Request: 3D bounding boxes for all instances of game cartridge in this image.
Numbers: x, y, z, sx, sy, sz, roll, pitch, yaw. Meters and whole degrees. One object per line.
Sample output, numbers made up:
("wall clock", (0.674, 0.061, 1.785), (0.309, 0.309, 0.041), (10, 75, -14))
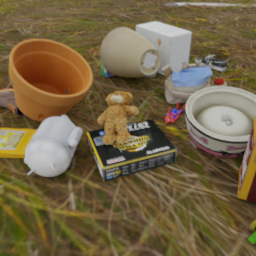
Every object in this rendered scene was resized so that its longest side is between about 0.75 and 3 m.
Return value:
("game cartridge", (-4.043, 0.491, 9.714), (1.637, 0.266, 1.443), (1, 34, 3))

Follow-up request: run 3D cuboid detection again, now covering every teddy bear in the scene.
("teddy bear", (-0.363, -0.354, 8.882), (1.373, 0.632, 1.893), (10, 76, 38))

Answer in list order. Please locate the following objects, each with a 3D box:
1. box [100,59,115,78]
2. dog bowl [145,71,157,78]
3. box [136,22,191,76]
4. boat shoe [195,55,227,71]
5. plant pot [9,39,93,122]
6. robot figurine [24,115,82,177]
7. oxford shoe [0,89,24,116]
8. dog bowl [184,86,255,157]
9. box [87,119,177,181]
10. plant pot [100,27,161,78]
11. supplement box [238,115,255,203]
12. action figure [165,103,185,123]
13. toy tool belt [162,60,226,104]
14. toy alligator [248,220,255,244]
("box", (-0.307, -3.555, 14.624), (2.319, 1.361, 0.561), (-23, 36, -30))
("dog bowl", (1.066, -2.906, 14.656), (0.914, 0.268, 0.914), (0, 35, 0))
("box", (1.790, -4.264, 14.989), (1.472, 2.108, 2.768), (-23, 41, -30))
("boat shoe", (4.552, -3.676, 15.454), (0.677, 0.627, 1.835), (-27, 43, -33))
("plant pot", (-3.049, -1.607, 10.587), (2.920, 2.044, 2.920), (17, 47, -19))
("robot figurine", (-2.315, 0.564, 8.651), (1.984, 1.321, 2.339), (-25, 29, 20))
("oxford shoe", (-4.590, -0.996, 11.419), (2.334, 0.832, 0.851), (7, 40, 9))
("dog bowl", (3.362, -0.199, 9.715), (2.896, 1.068, 2.896), (-1, 43, 1))
("box", (0.055, 0.623, 9.236), (2.453, 0.605, 1.959), (-12, 35, -16))
("plant pot", (0.299, -3.324, 13.090), (2.386, 2.386, 2.548), (-18, 31, -25))
("supplement box", (4.184, 0.981, 7.375), (2.039, 2.011, 1.354), (13, 32, 18))
("action figure", (1.845, -0.582, 11.222), (0.484, 0.382, 1.479), (20, 42, 23))
("toy tool belt", (2.838, -2.069, 11.870), (2.729, 1.677, 1.704), (-10, 34, 2))
("toy alligator", (3.566, 2.280, 6.792), (1.774, 0.481, 0.526), (-14, 34, -28))
